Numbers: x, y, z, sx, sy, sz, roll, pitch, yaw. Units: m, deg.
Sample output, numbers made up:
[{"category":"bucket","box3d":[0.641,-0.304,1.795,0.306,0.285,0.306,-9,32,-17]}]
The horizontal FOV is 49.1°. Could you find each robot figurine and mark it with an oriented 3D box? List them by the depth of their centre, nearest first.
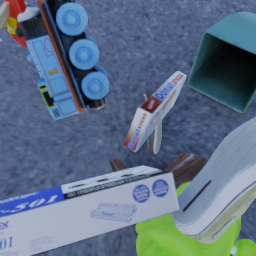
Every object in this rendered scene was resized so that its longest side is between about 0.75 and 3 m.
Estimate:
[{"category":"robot figurine","box3d":[1.332,2.282,5.997,2.562,1.689,2.920,21,35,30]}]

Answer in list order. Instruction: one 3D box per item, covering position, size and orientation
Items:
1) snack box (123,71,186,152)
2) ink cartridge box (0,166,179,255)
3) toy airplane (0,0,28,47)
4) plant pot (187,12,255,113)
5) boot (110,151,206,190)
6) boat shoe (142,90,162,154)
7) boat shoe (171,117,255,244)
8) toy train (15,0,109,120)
[{"category":"snack box","box3d":[0.587,-0.404,5.279,0.269,0.796,2.215,29,34,11]},{"category":"ink cartridge box","box3d":[-0.665,1.006,3.529,2.327,1.094,0.514,-12,90,-16]},{"category":"toy airplane","box3d":[-3.435,-3.434,8.045,1.399,1.982,1.973,6,101,10]},{"category":"plant pot","box3d":[3.782,-2.464,9.290,2.090,2.092,2.959,32,54,19]},{"category":"boot","box3d":[0.909,1.134,7.657,2.255,0.724,2.102,-34,76,-16]},{"category":"boat shoe","box3d":[0.675,-0.205,8.565,0.673,0.789,2.361,-2,52,15]},{"category":"boat shoe","box3d":[1.412,0.629,3.635,2.015,0.625,0.726,-44,31,1]},{"category":"toy train","box3d":[-1.444,-1.583,6.385,1.585,2.775,1.203,-18,25,0]}]
